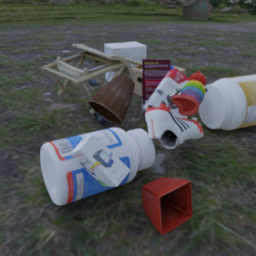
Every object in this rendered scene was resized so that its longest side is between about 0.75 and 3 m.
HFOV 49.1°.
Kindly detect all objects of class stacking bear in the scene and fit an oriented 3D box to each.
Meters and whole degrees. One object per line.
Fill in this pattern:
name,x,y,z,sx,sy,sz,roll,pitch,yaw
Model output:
stacking bear,1.707,-0.973,7.346,0.661,0.706,1.162,-3,47,41

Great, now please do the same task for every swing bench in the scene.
swing bench,-1.600,-2.269,11.349,2.517,1.642,2.530,27,63,39

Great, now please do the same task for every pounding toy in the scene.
pounding toy,1.182,-2.754,14.615,2.408,1.860,2.616,-19,32,-34

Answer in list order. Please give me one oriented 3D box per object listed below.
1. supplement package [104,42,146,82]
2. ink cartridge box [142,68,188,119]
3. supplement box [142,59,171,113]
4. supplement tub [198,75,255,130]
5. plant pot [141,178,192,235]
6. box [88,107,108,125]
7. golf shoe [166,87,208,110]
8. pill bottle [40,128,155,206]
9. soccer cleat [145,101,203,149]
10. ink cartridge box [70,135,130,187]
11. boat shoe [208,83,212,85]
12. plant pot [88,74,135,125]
supplement package,-0.188,-3.752,16.316,2.040,2.133,1.569,-9,28,-19
ink cartridge box,1.607,-1.042,10.369,1.319,1.828,0.766,36,-4,-9
supplement box,1.251,-1.879,12.515,1.293,2.376,0.723,1,-17,1
supplement tub,4.344,-0.997,10.933,2.760,1.993,1.993,-10,28,-19
plant pot,0.860,1.741,6.716,1.000,1.001,0.882,-18,20,-31
box,-0.970,-0.719,11.210,0.916,0.834,0.477,-43,18,-8
golf shoe,1.740,-1.022,8.573,1.349,0.594,0.521,-23,-5,34
pill bottle,-0.742,0.889,7.557,2.855,1.602,1.602,-12,29,-30
soccer cleat,1.460,0.141,8.578,0.949,1.178,2.767,-13,-24,37
ink cartridge box,-0.649,0.757,6.220,0.503,1.149,0.835,-47,12,-27
boat shoe,4.627,-1.330,12.636,2.486,0.853,1.046,18,40,17
plant pot,-0.433,-1.149,10.248,1.436,1.436,1.536,22,72,37
